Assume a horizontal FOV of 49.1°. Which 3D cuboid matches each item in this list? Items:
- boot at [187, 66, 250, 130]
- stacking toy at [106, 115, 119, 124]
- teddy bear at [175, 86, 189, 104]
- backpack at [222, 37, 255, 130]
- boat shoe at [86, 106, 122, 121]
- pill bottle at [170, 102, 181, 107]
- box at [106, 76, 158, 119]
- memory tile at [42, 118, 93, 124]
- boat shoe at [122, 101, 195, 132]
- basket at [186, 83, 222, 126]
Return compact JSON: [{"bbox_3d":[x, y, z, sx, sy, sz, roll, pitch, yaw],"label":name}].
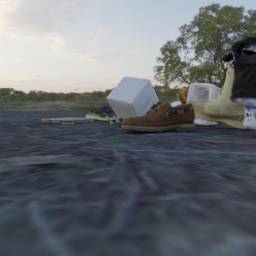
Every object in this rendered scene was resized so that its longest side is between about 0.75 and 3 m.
[{"bbox_3d":[2.791,-1.006,8.315,2.188,1.701,0.796,20,31,36],"label":"boot"},{"bbox_3d":[-0.487,-0.349,11.311,0.617,0.192,0.819,-14,25,-17],"label":"stacking toy"},{"bbox_3d":[2.346,-0.958,11.355,0.547,1.187,1.637,9,-10,34],"label":"teddy bear"},{"bbox_3d":[3.732,-0.797,5.597,2.602,2.104,2.732,-9,17,-21],"label":"backpack"},{"bbox_3d":[-1.152,-0.688,13.205,2.178,0.706,0.797,3,5,33],"label":"boat shoe"},{"bbox_3d":[2.550,-0.893,14.422,0.926,0.926,1.651,0,4,3],"label":"pill bottle"},{"bbox_3d":[0.184,-1.086,10.678,1.316,1.309,1.127,16,-31,38],"label":"box"},{"bbox_3d":[-2.510,-0.312,11.870,1.532,0.168,1.999,2,4,23],"label":"memory tile"},{"bbox_3d":[0.830,-0.312,7.528,2.347,0.798,0.844,-3,5,-36],"label":"boat shoe"},{"bbox_3d":[2.726,-0.827,10.001,0.878,1.423,0.965,3,7,-43],"label":"basket"}]
